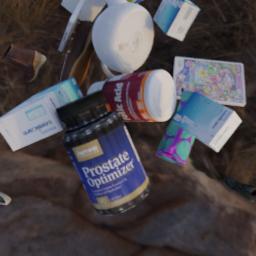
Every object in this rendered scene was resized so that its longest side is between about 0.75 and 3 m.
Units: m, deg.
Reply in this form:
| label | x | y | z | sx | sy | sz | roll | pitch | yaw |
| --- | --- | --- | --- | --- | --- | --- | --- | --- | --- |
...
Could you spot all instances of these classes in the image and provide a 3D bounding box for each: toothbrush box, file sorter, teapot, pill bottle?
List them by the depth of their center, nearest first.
| label | x | y | z | sx | sy | sz | roll | pitch | yaw |
| --- | --- | --- | --- | --- | --- | --- | --- | --- | --- |
| toothbrush box | 1.852 | -0.175 | 6.705 | 0.929 | 0.541 | 1.270 | -54 | 43 | 2 |
| pill bottle | -0.671 | 0.586 | 7.173 | 1.617 | 1.617 | 2.890 | -26 | 101 | -13 |
| toothbrush box | -2.442 | -0.489 | 8.263 | 1.705 | 0.993 | 2.329 | -21 | 20 | 18 |
| pill bottle | 0.025 | -0.894 | 8.463 | 2.529 | 1.444 | 1.444 | 0 | 56 | 40 |
| toothbrush box | 1.499 | -3.639 | 8.999 | 0.637 | 1.093 | 1.493 | 14 | 32 | -26 |
| teapot | -0.378 | -2.984 | 9.248 | 1.700 | 2.297 | 2.328 | 26 | 88 | 32 |
| file sorter | -1.495 | -5.071 | 10.560 | 1.787 | 1.240 | 1.113 | -46 | 32 | 18 |

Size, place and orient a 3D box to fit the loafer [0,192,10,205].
| label | x | y | z | sx | sy | sz | roll | pitch | yaw |
| --- | --- | --- | --- | --- | --- | --- | --- | --- | --- |
| loafer | -3.552 | 1.774 | 7.404 | 0.879 | 0.307 | 0.307 | 25 | 85 | -4 |

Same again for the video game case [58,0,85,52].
| label | x | y | z | sx | sy | sz | roll | pitch | yaw |
| --- | --- | --- | --- | --- | --- | --- | --- | --- | --- |
| video game case | -1.946 | -3.635 | 9.782 | 0.167 | 1.852 | 1.326 | 26 | 65 | -15 |

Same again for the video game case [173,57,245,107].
| label | x | y | z | sx | sy | sz | roll | pitch | yaw |
| --- | --- | --- | --- | --- | --- | --- | --- | --- | --- |
| video game case | 3.376 | -1.996 | 11.838 | 2.946 | 0.265 | 2.109 | 7 | 63 | 4 |

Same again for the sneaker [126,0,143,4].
| label | x | y | z | sx | sy | sz | roll | pitch | yaw |
| --- | --- | --- | --- | --- | --- | --- | --- | --- | --- |
| sneaker | 0.203 | -5.021 | 10.348 | 1.123 | 1.010 | 2.731 | -32 | 24 | 0 |

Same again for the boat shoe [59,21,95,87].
| label | x | y | z | sx | sy | sz | roll | pitch | yaw |
| --- | --- | --- | --- | --- | --- | --- | --- | --- | --- |
| boat shoe | -1.832 | -2.553 | 9.914 | 0.961 | 0.962 | 2.733 | 18 | 76 | 13 |

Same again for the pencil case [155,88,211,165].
| label | x | y | z | sx | sy | sz | roll | pitch | yaw |
| --- | --- | --- | --- | --- | --- | --- | --- | --- | --- |
| pencil case | 1.589 | -0.030 | 8.107 | 0.925 | 1.004 | 2.173 | 21 | 80 | 17 |

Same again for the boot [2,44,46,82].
| label | x | y | z | sx | sy | sz | roll | pitch | yaw |
| --- | --- | --- | --- | --- | --- | --- | --- | --- | --- |
| boot | -3.415 | -2.044 | 8.900 | 1.155 | 1.388 | 0.502 | 11 | 55 | -40 |

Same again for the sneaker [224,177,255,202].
| label | x | y | z | sx | sy | sz | roll | pitch | yaw |
| --- | --- | --- | --- | --- | --- | --- | --- | --- | --- |
| sneaker | 3.876 | 2.010 | 9.545 | 1.178 | 0.675 | 0.450 | 36 | 66 | 19 |
